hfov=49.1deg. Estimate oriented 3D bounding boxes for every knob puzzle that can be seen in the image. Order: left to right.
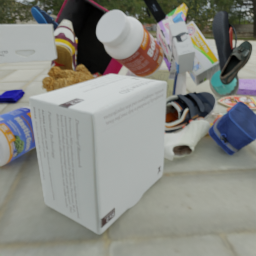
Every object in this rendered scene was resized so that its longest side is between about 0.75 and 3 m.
[{"bbox_3d":[5.472,-1.338,13.933,2.173,0.301,2.173,0,25,0],"label":"knob puzzle"}]

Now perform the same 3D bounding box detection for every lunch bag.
[{"bbox_3d":[3.499,0.079,9.276,1.197,1.166,1.762,48,44,9],"label":"lunch bag"}]

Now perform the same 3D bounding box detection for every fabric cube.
[{"bbox_3d":[-1.509,-3.792,12.625,2.896,2.952,2.942,34,16,4],"label":"fabric cube"}]

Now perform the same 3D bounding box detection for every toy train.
[{"bbox_3d":[3.281,-0.392,11.102,2.928,0.814,2.199,-17,28,-33],"label":"toy train"}]

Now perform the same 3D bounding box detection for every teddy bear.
[{"bbox_3d":[-1.464,-1.322,8.338,2.144,0.716,1.554,24,41,10],"label":"teddy bear"}]

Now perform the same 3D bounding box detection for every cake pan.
[{"bbox_3d":[5.069,-2.417,14.898,1.851,1.851,0.339,-9,3,-20],"label":"cake pan"}]

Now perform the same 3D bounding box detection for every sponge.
[{"bbox_3d":[7.003,-2.453,16.558,1.463,0.391,2.623,6,24,14],"label":"sponge"}]

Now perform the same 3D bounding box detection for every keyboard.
[{"bbox_3d":[0.854,-4.146,9.818,0.599,0.998,0.128,-39,13,-13],"label":"keyboard"}]

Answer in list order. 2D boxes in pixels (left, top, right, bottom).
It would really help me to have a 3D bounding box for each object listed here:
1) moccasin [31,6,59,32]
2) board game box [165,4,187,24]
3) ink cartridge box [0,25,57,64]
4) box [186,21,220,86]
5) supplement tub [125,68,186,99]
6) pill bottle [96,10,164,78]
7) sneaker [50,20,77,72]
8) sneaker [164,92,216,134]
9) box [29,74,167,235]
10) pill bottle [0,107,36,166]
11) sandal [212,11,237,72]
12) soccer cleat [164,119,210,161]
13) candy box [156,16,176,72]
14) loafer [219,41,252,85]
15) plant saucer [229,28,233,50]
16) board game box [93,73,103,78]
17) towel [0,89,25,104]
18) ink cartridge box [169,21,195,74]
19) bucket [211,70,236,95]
[{"bbox_3d":[-3.040,-4.023,10.767,0.613,1.523,0.519,-3,47,48],"label":"moccasin"},{"bbox_3d":[2.032,-4.851,12.551,1.165,0.307,1.522,-25,31,35],"label":"board game box"},{"bbox_3d":[-3.231,-2.472,8.249,1.684,0.968,2.321,-12,19,-26],"label":"ink cartridge box"},{"bbox_3d":[2.948,-3.288,12.469,1.184,2.335,1.314,-30,-18,7],"label":"box"},{"bbox_3d":[1.290,-1.839,13.098,2.662,1.930,1.930,7,24,16],"label":"supplement tub"},{"bbox_3d":[0.099,-2.759,9.362,1.407,1.407,2.509,16,-4,33],"label":"pill bottle"},{"bbox_3d":[-2.316,-2.782,10.424,1.043,1.253,2.782,15,-16,-12],"label":"sneaker"},{"bbox_3d":[2.078,-0.647,10.118,2.949,1.171,1.156,-32,58,-17],"label":"sneaker"},{"bbox_3d":[-0.524,0.375,6.693,1.821,2.786,2.772,15,27,31],"label":"box"},{"bbox_3d":[-3.536,0.116,9.120,1.411,1.411,2.519,10,25,23],"label":"pill bottle"},{"bbox_3d":[3.366,-2.814,9.556,0.526,2.457,0.934,-21,37,3],"label":"sandal"},{"bbox_3d":[1.941,0.436,9.236,2.613,0.905,1.013,-18,45,-35],"label":"soccer cleat"},{"bbox_3d":[1.717,-3.343,11.401,0.639,1.498,1.786,-22,-11,1],"label":"candy box"},{"bbox_3d":[3.183,-1.960,8.275,0.514,1.429,0.450,33,6,38],"label":"loafer"},{"bbox_3d":[4.360,-3.580,12.297,0.224,1.221,1.223,8,48,30],"label":"plant saucer"},{"bbox_3d":[-0.786,-1.277,11.275,1.419,0.268,2.757,-13,-27,36],"label":"board game box"},{"bbox_3d":[-6.222,-1.687,14.733,1.167,0.392,1.581,0,23,-2],"label":"towel"},{"bbox_3d":[1.832,-2.768,9.685,0.587,1.017,1.402,-12,64,4],"label":"ink cartridge box"},{"bbox_3d":[3.726,-1.813,11.015,0.582,0.895,0.895,32,0,-38],"label":"bucket"}]
